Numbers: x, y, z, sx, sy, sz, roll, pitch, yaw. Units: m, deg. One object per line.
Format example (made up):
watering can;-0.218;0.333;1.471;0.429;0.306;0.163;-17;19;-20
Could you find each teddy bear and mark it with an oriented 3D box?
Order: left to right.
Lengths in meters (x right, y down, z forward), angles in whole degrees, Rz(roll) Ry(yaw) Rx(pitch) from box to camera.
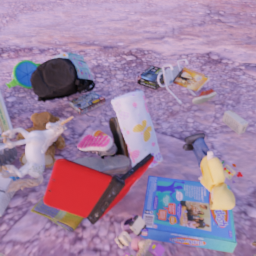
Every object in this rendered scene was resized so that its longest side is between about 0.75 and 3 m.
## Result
teddy bear;-3.307;0.536;10.755;1.837;0.846;2.534;-18;51;-10

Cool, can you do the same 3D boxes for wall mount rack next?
wall mount rack;2.385;-2.191;13.292;2.154;1.872;0.803;-28;20;-39

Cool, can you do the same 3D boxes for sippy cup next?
sippy cup;-5.107;-2.560;13.781;1.748;1.373;1.281;-2;2;-36

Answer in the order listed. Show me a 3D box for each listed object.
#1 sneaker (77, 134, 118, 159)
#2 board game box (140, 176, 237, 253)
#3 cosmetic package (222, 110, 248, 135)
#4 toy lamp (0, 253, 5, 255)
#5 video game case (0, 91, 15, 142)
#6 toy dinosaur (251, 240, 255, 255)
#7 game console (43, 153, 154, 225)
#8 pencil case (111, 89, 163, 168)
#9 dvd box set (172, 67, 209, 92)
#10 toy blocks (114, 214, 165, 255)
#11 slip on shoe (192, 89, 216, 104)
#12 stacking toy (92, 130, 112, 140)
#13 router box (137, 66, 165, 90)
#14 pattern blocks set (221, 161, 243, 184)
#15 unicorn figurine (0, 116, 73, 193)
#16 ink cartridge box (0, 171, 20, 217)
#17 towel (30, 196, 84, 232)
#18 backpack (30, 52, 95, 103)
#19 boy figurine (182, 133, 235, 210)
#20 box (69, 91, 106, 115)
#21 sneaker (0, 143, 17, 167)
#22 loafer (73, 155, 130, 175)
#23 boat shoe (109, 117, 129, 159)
sneaker;-1.075;0.725;9.984;1.889;0.826;0.697;-3;47;46
board game box;1.766;2.492;8.428;2.600;0.585;1.978;6;40;9
cosmetic package;4.478;-0.251;11.768;0.366;0.542;1.030;-17;44;-21
toy lamp;-2.981;3.503;7.157;2.507;0.730;0.730;14;42;16
video game case;-5.949;-0.306;10.863;2.428;0.294;2.668;-17;56;-23
toy dinosaur;3.607;3.613;6.410;1.176;0.677;2.326;-10;46;-24
game console;-0.852;1.454;7.765;1.535;2.586;2.228;45;48;12
pencil case;0.292;0.089;9.462;1.105;2.659;1.206;-20;6;-22
dvd box set;2.941;-2.249;13.142;1.394;1.020;0.205;16;55;-17
toy blocks;-0.096;3.296;6.830;1.725;1.846;1.554;-45;15;-31
slip on shoe;3.537;-1.489;13.182;1.432;0.530;0.438;-23;66;-26
stacking toy;-0.944;0.413;10.829;0.790;0.577;0.577;13;40;35
router box;1.347;-2.642;14.656;1.138;0.472;1.519;23;45;25
pattern blocks set;3.263;1.451;9.138;0.690;0.064;0.785;-39;89;5
unicorn figurine;-3.005;0.658;8.888;1.842;2.681;0.990;4;20;-32
ink cartridge box;-4.298;2.139;8.855;1.015;0.593;1.749;5;41;8
towel;-1.815;2.159;9.101;1.646;0.261;2.291;19;44;22
backpack;-2.673;-2.298;12.468;2.402;1.822;2.878;-13;6;19
boy figurine;2.331;1.333;8.167;0.745;1.438;2.313;-10;56;-8
box;-1.892;-1.183;13.060;1.425;0.284;0.975;-29;46;-30
sneaker;-5.266;1.329;9.777;2.619;0.979;1.074;-28;31;-37
loafer;-0.953;1.409;9.530;2.037;0.640;0.732;-4;37;-13
boat shoe;-0.176;0.398;10.092;0.642;1.739;0.658;-19;18;-30
